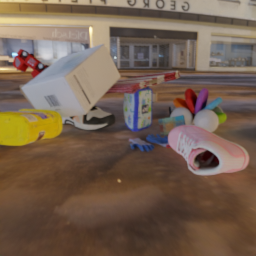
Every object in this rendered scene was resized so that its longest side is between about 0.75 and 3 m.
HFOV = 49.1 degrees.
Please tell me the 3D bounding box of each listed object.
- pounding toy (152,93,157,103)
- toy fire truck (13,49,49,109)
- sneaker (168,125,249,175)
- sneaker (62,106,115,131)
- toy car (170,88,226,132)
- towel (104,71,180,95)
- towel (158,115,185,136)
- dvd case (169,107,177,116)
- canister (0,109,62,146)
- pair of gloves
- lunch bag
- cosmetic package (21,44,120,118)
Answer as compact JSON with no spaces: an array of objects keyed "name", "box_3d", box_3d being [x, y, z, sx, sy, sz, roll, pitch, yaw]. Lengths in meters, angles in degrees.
[{"name":"pounding toy","box_3d":[1.151,-1.745,15.806,0.964,0.502,1.097,3,15,12]},{"name":"toy fire truck","box_3d":[-3.809,-1.796,11.450,2.557,1.803,0.623,37,7,5]},{"name":"sneaker","box_3d":[1.557,0.475,6.597,1.147,0.826,2.195,-5,19,-40]},{"name":"sneaker","box_3d":[-1.710,-0.625,10.315,2.859,1.143,1.054,11,17,32]},{"name":"toy car","box_3d":[2.472,-0.686,9.877,1.923,1.442,1.683,8,16,27]},{"name":"towel","box_3d":[0.355,-1.662,10.318,2.790,0.317,2.010,-24,20,-40]},{"name":"towel","box_3d":[1.452,-0.092,9.200,0.863,0.094,0.633,-10,57,8]},{"name":"dvd case","box_3d":[2.915,-0.681,12.350,2.193,0.192,1.564,2,16,6]},{"name":"canister","box_3d":[-2.905,-0.055,7.804,1.470,0.856,1.979,4,6,9]},{"name":"pair of gloves","box_3d":[0.657,0.416,8.203,1.400,0.160,1.126,-5,15,-23]},{"name":"lunch bag","box_3d":[0.329,-0.771,10.140,1.105,1.475,1.735,1,14,6]},{"name":"cosmetic package","box_3d":[-1.833,-1.505,9.228,2.182,1.345,2.188,-4,35,38]}]
